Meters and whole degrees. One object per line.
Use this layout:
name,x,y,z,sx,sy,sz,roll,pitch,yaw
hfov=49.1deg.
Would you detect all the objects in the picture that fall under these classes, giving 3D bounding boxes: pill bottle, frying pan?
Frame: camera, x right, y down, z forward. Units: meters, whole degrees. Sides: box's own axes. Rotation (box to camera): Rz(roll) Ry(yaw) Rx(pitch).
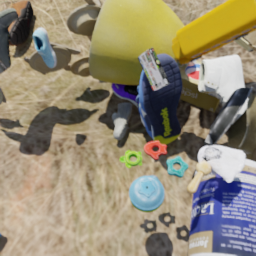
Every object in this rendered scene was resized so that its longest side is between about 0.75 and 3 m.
pill bottle,2.098,2.237,5.636,1.710,1.710,2.956,10,54,7
frying pan,2.246,0.016,6.950,0.419,2.573,1.557,33,46,11

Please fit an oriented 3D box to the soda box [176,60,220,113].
soda box,1.652,-1.636,8.995,2.929,0.938,0.992,25,59,17

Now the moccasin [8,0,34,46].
moccasin,-4.403,-4.073,10.768,1.071,1.015,2.776,-5,54,-1

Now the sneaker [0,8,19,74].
sneaker,-2.983,-1.965,6.551,0.698,0.992,1.868,-14,38,41

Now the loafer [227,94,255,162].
loafer,2.861,0.143,6.730,0.874,2.592,0.985,10,56,24

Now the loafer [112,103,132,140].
loafer,-0.244,-0.215,8.212,0.507,0.508,1.454,8,42,9

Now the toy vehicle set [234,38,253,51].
toy vehicle set,5.028,-3.747,10.997,1.958,0.260,1.216,-26,57,-18

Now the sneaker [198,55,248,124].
sneaker,2.536,-0.878,7.692,1.241,0.791,2.147,-8,83,-9

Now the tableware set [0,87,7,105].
tableware set,-4.205,-1.220,7.346,2.271,1.897,0.263,-18,17,31

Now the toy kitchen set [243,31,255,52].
toy kitchen set,3.918,-2.574,7.749,1.130,1.020,0.922,38,22,-7

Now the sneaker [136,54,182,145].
sneaker,0.687,-0.720,7.162,1.047,2.832,1.165,-20,49,-10

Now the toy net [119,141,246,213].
toy net,0.998,0.711,5.088,2.166,0.418,1.136,-14,59,-5

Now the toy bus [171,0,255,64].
toy bus,1.675,-1.891,5.509,0.777,1.984,0.646,-22,92,-45

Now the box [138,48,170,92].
box,0.509,-1.171,5.691,0.136,0.431,0.784,-27,94,-32

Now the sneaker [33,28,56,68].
sneaker,-1.912,-1.718,6.266,0.345,0.933,0.382,3,40,22

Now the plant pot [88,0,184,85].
plant pot,0.433,-2.261,7.516,1.946,2.741,2.741,23,56,7

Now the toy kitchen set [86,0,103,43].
toy kitchen set,-0.714,-2.956,7.954,1.325,1.081,1.195,-22,38,13

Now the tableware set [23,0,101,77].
tableware set,-1.091,-2.142,7.557,2.967,2.479,0.344,-28,71,27

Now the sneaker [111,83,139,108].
sneaker,0.192,-1.087,8.386,1.388,0.690,0.483,30,54,-9

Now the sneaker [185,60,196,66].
sneaker,1.258,-2.512,8.701,0.751,0.832,2.031,-13,60,-49
